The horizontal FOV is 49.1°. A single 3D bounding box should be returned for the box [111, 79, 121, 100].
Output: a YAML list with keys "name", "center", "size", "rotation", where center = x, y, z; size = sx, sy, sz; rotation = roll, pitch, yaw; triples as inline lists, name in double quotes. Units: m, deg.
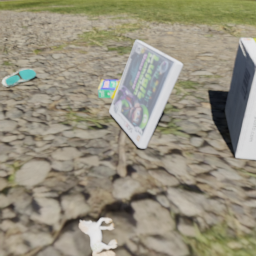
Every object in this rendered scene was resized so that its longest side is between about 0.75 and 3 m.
- name: "box"
  center: [0.195, -1.866, 11.775]
  size: [0.821, 0.894, 2.552]
  rotation: [31, 33, 2]

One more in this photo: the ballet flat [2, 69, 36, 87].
- name: "ballet flat"
  center: [-5.426, -2.471, 13.803]
  size: [0.629, 0.629, 1.753]
  rotation: [23, 38, 33]

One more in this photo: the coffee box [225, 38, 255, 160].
- name: "coffee box"
  center: [4.981, -0.940, 8.895]
  size: [2.949, 2.978, 2.982]
  rotation: [5, 32, 9]

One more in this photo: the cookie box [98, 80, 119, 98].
- name: "cookie box"
  center: [-0.662, -1.761, 12.665]
  size: [1.243, 0.467, 1.063]
  rotation: [2, 34, 5]

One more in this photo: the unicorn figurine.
- name: "unicorn figurine"
  center: [-0.666, 2.288, 6.064]
  size: [0.763, 0.410, 1.111]
  rotation: [-15, 38, -3]

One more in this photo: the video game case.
- name: "video game case"
  center: [0.402, -1.202, 9.323]
  size: [0.336, 2.878, 2.617]
  rotation: [9, 24, -33]
